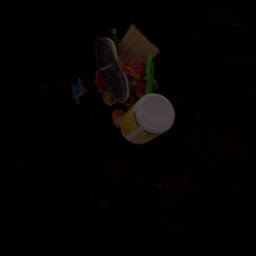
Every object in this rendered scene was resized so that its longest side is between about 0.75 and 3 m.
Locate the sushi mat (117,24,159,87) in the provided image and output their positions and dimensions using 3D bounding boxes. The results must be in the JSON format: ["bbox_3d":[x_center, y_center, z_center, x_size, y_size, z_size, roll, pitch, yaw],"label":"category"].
[{"bbox_3d":[-0.024,-2.559,10.859,1.347,2.816,0.170,41,51,-5],"label":"sushi mat"}]

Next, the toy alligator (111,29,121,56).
[{"bbox_3d":[-0.443,-3.107,10.357,0.385,1.162,0.279,13,40,14],"label":"toy alligator"}]

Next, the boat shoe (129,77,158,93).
[{"bbox_3d":[0.373,-1.749,11.921,1.798,0.681,0.645,4,31,29],"label":"boat shoe"}]

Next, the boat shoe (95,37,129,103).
[{"bbox_3d":[-0.643,-1.968,9.521,0.839,0.756,2.333,-16,87,27],"label":"boat shoe"}]

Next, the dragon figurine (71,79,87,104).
[{"bbox_3d":[-2.249,-1.687,12.250,0.700,0.414,1.407,-18,59,-12],"label":"dragon figurine"}]

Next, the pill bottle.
[{"bbox_3d":[0.540,-0.195,9.802,1.329,2.433,1.329,5,75,-17],"label":"pill bottle"}]

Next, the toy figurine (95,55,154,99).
[{"bbox_3d":[-0.205,-1.845,10.457,2.148,2.334,1.752,7,64,7],"label":"toy figurine"}]

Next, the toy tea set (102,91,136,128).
[{"bbox_3d":[-0.254,-0.881,10.759,1.240,2.085,0.772,-26,42,4],"label":"toy tea set"}]
